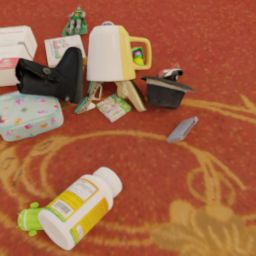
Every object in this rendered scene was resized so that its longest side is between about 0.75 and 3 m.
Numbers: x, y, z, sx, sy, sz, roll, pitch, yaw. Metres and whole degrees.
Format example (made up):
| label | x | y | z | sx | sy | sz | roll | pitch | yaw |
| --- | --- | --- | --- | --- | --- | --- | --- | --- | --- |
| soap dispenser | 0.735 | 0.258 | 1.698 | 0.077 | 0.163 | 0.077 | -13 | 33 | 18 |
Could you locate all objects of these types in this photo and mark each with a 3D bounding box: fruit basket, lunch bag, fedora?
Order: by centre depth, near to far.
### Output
| label | x | y | z | sx | sy | sz | roll | pitch | yaw |
| --- | --- | --- | --- | --- | --- | --- | --- | --- | --- |
| lunch bag | -3.808 | -0.650 | 10.537 | 2.408 | 0.928 | 1.932 | -17 | 56 | -13 |
| fedora | 1.362 | -1.284 | 10.702 | 2.213 | 2.213 | 1.011 | 16 | 96 | 12 |
| fruit basket | 0.295 | -3.028 | 12.412 | 1.092 | 0.788 | 1.092 | -11 | 38 | 8 |

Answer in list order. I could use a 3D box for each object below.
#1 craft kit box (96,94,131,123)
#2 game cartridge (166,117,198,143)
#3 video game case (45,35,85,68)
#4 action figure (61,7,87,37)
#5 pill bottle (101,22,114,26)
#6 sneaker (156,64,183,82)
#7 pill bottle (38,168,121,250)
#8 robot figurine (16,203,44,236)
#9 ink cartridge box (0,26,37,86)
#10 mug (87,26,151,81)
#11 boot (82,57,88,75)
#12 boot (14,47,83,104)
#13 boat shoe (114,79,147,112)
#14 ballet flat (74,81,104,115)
| label | x | y | z | sx | sy | sz | roll | pitch | yaw |
| --- | --- | --- | --- | --- | --- | --- | --- | --- | --- |
| craft kit box | -0.578 | -0.812 | 11.107 | 0.994 | 0.241 | 0.981 | -35 | 64 | -23 |
| game cartridge | 1.955 | 0.085 | 10.140 | 0.227 | 0.766 | 1.181 | 49 | 59 | -9 |
| video game case | -2.967 | -3.621 | 13.150 | 1.694 | 0.220 | 1.861 | -13 | 54 | -9 |
| action figure | -2.645 | -5.521 | 14.351 | 1.312 | 0.607 | 2.221 | -1 | 50 | 3 |
| pill bottle | -1.004 | -4.481 | 13.482 | 0.697 | 0.697 | 1.165 | 1 | 54 | 1 |
| sneaker | 1.796 | -2.240 | 11.975 | 1.364 | 0.482 | 0.666 | -28 | 57 | -20 |
| pill bottle | -1.283 | 2.209 | 8.141 | 1.294 | 1.294 | 2.330 | 33 | 49 | 22 |
| robot figurine | -2.756 | 2.704 | 8.286 | 1.048 | 0.606 | 0.919 | -2 | 69 | -4 |
| ink cartridge box | -5.271 | -3.110 | 12.140 | 1.939 | 1.129 | 2.663 | -3 | 55 | 5 |
| mug | -0.540 | -2.958 | 11.145 | 2.419 | 1.986 | 1.937 | -14 | 19 | -39 |
| boot | -1.560 | -2.800 | 12.401 | 1.383 | 0.487 | 0.990 | -4 | 50 | -5 |
| boot | -2.927 | -2.258 | 10.493 | 2.342 | 1.064 | 2.787 | 12 | 57 | -31 |
| boat shoe | -0.088 | -1.565 | 11.253 | 0.794 | 0.886 | 2.393 | -35 | 73 | 15 |
| ballet flat | -1.442 | -1.191 | 10.972 | 0.656 | 0.591 | 1.742 | 27 | 87 | -20 |
